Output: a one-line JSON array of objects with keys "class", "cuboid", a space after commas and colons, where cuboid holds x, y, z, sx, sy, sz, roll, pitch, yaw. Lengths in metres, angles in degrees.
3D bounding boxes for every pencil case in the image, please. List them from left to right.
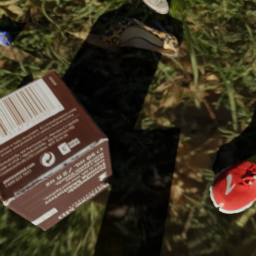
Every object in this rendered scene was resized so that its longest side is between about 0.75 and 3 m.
[{"class": "pencil case", "cuboid": [-4.890, -3.422, 10.289, 1.256, 0.490, 0.546, 22, 60, 12]}]

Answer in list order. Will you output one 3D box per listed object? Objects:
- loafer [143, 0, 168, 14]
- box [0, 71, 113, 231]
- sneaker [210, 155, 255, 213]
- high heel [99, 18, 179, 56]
[{"class": "loafer", "cuboid": [0.928, -5.426, 11.368, 0.721, 0.631, 2.006, -29, 64, -16]}, {"class": "box", "cuboid": [-1.883, 0.643, 6.639, 2.247, 2.708, 2.224, -33, 66, -17]}, {"class": "sneaker", "cuboid": [3.394, 1.078, 7.225, 2.971, 1.262, 1.144, -28, 64, -15]}, {"class": "high heel", "cuboid": [0.446, -2.988, 9.749, 2.569, 0.917, 1.831, -16, 54, -19]}]
